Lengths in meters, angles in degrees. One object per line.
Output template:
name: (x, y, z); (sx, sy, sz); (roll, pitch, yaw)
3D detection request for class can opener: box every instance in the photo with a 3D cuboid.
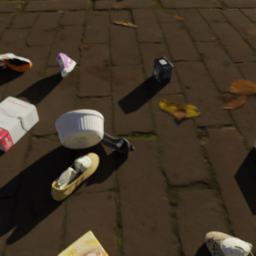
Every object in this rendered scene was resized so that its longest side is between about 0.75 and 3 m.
can opener: (-0.566, 0.512, 9.671); (1.594, 0.626, 0.505); (18, 65, 27)

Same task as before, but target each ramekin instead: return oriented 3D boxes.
ramekin: (-1.575, 0.121, 9.311); (1.618, 1.618, 0.753); (-8, 66, -8)

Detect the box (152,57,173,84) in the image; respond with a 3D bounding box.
box: (1.520, -2.555, 12.472); (0.530, 0.840, 0.854); (-17, 47, -17)

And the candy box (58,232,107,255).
candy box: (-1.405, 3.603, 6.196); (2.309, 0.638, 1.333); (-32, 68, -27)

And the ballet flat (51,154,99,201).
ballet flat: (-1.587, 1.372, 8.658); (0.693, 0.636, 2.018); (22, 49, 21)

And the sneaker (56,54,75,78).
sneaker: (-2.950, -2.831, 12.591); (0.885, 0.563, 1.553); (40, 21, -20)

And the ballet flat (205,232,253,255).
ballet flat: (2.850, 3.299, 6.487); (0.853, 0.947, 2.516); (-18, 47, -24)

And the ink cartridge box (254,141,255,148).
ink cartridge box: (4.990, 0.837, 9.235); (1.008, 0.571, 1.375); (-7, 45, -7)

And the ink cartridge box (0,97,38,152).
ink cartridge box: (-4.359, -0.176, 10.127); (1.317, 0.756, 1.813); (20, 48, 18)

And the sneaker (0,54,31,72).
sneaker: (-5.444, -3.205, 13.268); (1.889, 0.715, 0.869); (7, 41, 5)
